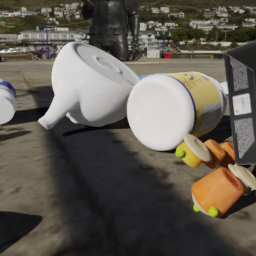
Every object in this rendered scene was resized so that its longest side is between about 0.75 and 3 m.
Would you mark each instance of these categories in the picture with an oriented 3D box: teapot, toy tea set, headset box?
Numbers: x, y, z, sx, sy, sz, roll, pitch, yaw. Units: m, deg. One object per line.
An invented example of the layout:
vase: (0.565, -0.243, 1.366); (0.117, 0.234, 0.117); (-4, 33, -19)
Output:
teapot: (-0.981, -0.937, 7.621); (2.617, 1.911, 2.583); (18, 29, -31)
toy tea set: (1.240, 0.687, 4.052); (1.783, 0.660, 1.060); (7, 40, -51)
headset box: (2.582, -0.318, 4.533); (2.297, 1.709, 0.887); (3, -9, -40)

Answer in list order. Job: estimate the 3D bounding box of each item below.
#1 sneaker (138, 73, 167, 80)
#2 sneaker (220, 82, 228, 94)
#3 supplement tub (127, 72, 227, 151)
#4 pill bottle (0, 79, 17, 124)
sneaker: (0.933, -2.137, 13.529); (2.377, 0.879, 0.978); (-4, 16, 16)
sneaker: (5.504, -1.984, 12.231); (2.972, 1.218, 1.099); (10, 18, 30)
supplement tub: (1.169, -0.455, 6.239); (1.536, 1.536, 2.113); (13, 19, 38)
pill bottle: (-3.750, -0.776, 8.131); (0.946, 0.946, 1.635); (-6, 27, -21)
